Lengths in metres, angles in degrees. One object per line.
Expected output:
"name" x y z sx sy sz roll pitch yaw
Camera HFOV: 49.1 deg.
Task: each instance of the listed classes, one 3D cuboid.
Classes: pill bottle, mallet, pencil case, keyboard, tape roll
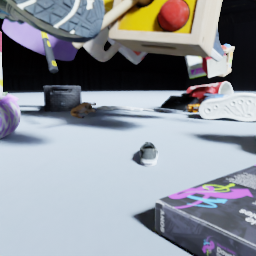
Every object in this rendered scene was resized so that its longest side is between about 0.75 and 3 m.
"pill bottle" 0.561 -3.338 8.738 1.358 2.438 1.358 41 6 -5
"mallet" -1.984 -2.226 6.988 0.449 2.184 0.719 -37 -23 31
"pencil case" -2.950 -0.177 5.559 0.986 1.004 2.348 21 6 -6
"keyboard" 2.469 -1.249 13.223 1.197 0.256 1.993 -45 26 -15
"tape roll" -2.822 -3.360 9.534 2.511 1.067 2.511 25 22 -11

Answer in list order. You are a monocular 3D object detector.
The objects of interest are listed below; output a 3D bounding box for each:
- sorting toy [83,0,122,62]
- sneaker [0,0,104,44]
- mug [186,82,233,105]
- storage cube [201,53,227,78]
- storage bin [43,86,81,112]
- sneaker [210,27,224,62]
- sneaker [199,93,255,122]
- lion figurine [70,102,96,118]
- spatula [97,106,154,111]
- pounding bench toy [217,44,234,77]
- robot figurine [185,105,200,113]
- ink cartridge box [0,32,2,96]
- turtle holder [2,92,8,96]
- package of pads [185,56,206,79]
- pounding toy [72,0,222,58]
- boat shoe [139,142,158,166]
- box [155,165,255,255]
"sorting toy" -0.624 -2.955 6.920 2.505 2.255 1.338 -37 16 -16
"sneaker" -1.498 -1.948 3.771 2.773 1.076 1.197 34 -18 4
"mug" 3.662 -1.619 13.097 1.880 1.669 1.255 5 54 49
"storage cube" 2.874 -2.190 9.393 0.656 0.768 0.690 -13 36 5
"storage bin" -3.067 -1.409 12.985 1.579 1.095 2.336 -2 10 -15
"sneaker" 2.171 -2.983 6.935 2.536 1.832 0.964 40 20 -30
"sneaker" 3.655 -0.795 9.560 2.301 0.927 1.685 -2 13 28
"lion figurine" -1.722 -0.661 10.244 0.853 0.505 1.393 2 11 28
"spatula" -0.157 -0.847 12.506 1.638 0.189 2.356 -1 8 -41
"pounding bench toy" 3.319 -2.764 11.071 1.403 1.095 0.872 17 32 34
"robot figurine" 2.914 -0.806 11.700 1.040 0.303 0.754 -4 10 -30
"ink cartridge box" -4.970 -1.662 8.689 1.243 2.980 2.163 4 9 1
"turtle holder" -6.491 -1.421 13.336 1.387 0.985 1.054 6 11 34
"package of pads" 2.764 -2.429 10.145 1.289 0.996 0.439 -13 -5 8
"pounding toy" 0.449 -2.358 5.429 2.325 2.140 1.653 12 7 24
"boat shoe" 0.345 0.373 4.581 0.322 0.266 0.940 0 9 3
"box" 1.341 0.710 2.347 1.865 0.337 1.333 -6 10 -38
